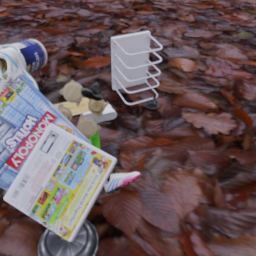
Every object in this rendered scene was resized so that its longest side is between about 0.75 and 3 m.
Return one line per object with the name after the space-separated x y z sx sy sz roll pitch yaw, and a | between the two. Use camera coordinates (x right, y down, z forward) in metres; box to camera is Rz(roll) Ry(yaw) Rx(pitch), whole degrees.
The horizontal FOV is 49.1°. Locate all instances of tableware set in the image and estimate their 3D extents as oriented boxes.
-1.432 -0.528 8.381 1.611 1.346 0.187 30 10 -10 | tableware set

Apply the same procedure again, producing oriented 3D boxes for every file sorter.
0.400 -2.610 12.435 1.815 2.616 1.629 -17 45 -19 | file sorter

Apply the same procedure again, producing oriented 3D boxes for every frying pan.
1.032 -1.158 12.593 0.677 0.182 1.119 -4 39 -5 | frying pan
-1.390 2.748 7.897 1.621 0.436 2.679 18 47 20 | frying pan

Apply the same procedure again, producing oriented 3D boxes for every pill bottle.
-4.604 -2.811 11.705 1.361 1.361 2.450 12 30 14 | pill bottle

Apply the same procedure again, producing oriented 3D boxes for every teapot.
-4.477 -2.116 9.264 1.149 1.574 1.553 24 11 3 | teapot

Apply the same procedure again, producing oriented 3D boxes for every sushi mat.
-2.745 -0.780 12.166 2.423 0.147 1.159 -15 43 -16 | sushi mat

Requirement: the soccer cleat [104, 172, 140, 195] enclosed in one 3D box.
-0.195 1.238 6.774 0.999 0.349 0.431 -32 73 17 | soccer cleat

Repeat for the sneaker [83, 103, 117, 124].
-1.325 -0.646 11.762 1.503 0.554 0.869 -7 38 -23 | sneaker

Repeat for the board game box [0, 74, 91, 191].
-2.163 0.309 6.364 2.303 0.711 2.305 32 59 -5 | board game box

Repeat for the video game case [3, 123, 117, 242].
-1.299 0.998 5.398 1.569 0.197 1.724 27 80 12 | video game case

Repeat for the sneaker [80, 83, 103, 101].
-1.038 -1.065 7.818 0.319 0.833 0.477 -22 70 31 | sneaker

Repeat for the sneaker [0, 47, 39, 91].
-3.008 -1.313 7.512 0.617 1.613 0.651 -19 18 34 | sneaker

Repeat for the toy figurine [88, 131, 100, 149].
-2.074 0.715 9.659 2.024 1.651 2.199 -11 19 1 | toy figurine

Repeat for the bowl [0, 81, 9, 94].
-6.127 -1.696 12.561 2.219 1.041 2.219 1 41 -1 | bowl
